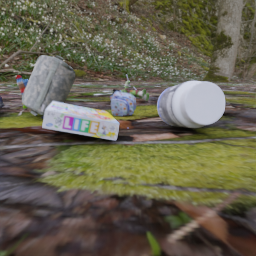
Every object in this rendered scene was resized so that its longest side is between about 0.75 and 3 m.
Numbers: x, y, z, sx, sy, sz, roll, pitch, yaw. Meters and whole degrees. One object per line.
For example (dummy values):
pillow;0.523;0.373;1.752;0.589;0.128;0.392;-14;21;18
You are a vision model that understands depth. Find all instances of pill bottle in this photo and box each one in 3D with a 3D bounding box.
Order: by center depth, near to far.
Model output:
pill bottle;1.617;-0.613;7.499;1.214;1.214;2.135;-2;3;-9

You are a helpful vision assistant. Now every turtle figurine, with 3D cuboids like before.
turtle figurine;0.368;-2.031;14.502;1.504;1.116;1.551;18;48;30

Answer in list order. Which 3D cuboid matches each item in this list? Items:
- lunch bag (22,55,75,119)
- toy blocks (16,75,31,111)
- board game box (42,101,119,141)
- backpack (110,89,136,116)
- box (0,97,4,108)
lunch bag;-2.844;-1.461;9.949;1.476;2.119;1.777;24;0;-12
toy blocks;-4.272;-1.551;11.877;0.880;1.204;1.761;-24;37;-13
board game box;-1.218;-0.244;7.136;1.618;0.412;2.406;10;8;-13
backpack;-0.178;-0.876;10.396;0.926;0.972;0.749;4;41;11
box;-5.529;-1.352;10.362;1.032;1.661;1.675;-16;14;-6
